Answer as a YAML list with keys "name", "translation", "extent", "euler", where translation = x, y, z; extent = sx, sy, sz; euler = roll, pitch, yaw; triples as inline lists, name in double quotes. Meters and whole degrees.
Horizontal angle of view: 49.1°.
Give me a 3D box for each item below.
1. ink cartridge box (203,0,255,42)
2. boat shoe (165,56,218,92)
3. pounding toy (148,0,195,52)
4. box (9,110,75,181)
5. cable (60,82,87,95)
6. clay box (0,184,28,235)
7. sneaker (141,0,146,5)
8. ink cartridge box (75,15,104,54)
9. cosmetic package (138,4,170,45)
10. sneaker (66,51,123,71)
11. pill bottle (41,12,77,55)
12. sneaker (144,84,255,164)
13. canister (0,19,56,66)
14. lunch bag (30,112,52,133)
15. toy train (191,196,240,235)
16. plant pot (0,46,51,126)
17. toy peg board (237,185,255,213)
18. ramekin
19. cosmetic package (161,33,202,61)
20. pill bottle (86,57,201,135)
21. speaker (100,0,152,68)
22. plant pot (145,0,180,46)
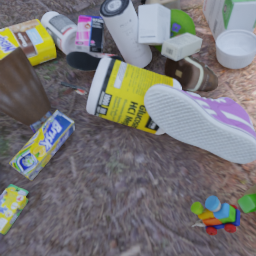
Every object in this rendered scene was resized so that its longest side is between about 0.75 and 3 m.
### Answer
- name: "ink cartridge box"
  translation: [3.783, -4.547, 10.508]
  extent: [1.124, 1.948, 2.666]
  euler: [-4, 55, -1]
- name: "boat shoe"
  translation: [1.943, -1.728, 8.790]
  extent: [1.034, 1.032, 2.796]
  euler: [9, 27, -13]
- name: "pounding toy"
  translation: [1.461, -3.381, 9.530]
  extent: [1.563, 2.025, 0.940]
  euler: [-3, 30, 15]
- name: "box"
  translation: [-2.212, 0.447, 7.432]
  extent: [0.594, 0.647, 1.848]
  euler: [34, 69, 5]
- name: "cable"
  translation: [-1.613, -1.177, 8.380]
  extent: [0.812, 0.395, 0.204]
  euler: [14, 86, -33]
- name: "clay box"
  translation: [-2.926, 1.950, 6.796]
  extent: [0.618, 0.256, 1.075]
  euler: [17, 54, 19]
- name: "sneaker"
  translation: [0.882, -5.460, 12.014]
  extent: [0.843, 0.610, 1.725]
  euler: [7, 52, 4]
- name: "ink cartridge box"
  translation: [-1.226, -3.170, 9.131]
  extent: [0.844, 0.331, 1.782]
  euler: [4, 56, -7]
- name: "cosmetic package"
  translation: [0.828, -3.185, 8.766]
  extent: [0.672, 1.094, 1.090]
  euler: [8, 14, 26]
- name: "sneaker"
  translation: [-1.129, -2.212, 9.395]
  extent: [1.828, 0.610, 0.980]
  euler: [0, 12, -11]
- name: "pill bottle"
  translation: [-2.382, -3.500, 10.281]
  extent: [1.037, 1.037, 1.821]
  euler: [-32, 56, -21]
- name: "sneaker"
  translation: [1.823, -0.387, 7.015]
  extent: [2.946, 1.068, 1.679]
  euler: [30, 41, -6]
- name: "canister"
  translation: [-3.997, -2.771, 9.789]
  extent: [2.466, 1.067, 1.831]
  euler: [-26, 58, -19]
- name: "lunch bag"
  translation: [-2.730, -0.381, 8.374]
  extent: [0.704, 0.513, 0.828]
  euler: [-34, 69, -22]
- name: "toy train"
  translation: [1.625, 1.871, 5.999]
  extent: [0.764, 1.320, 0.559]
  euler: [40, 48, -17]
- name: "plant pot"
  translation: [-2.903, -0.951, 7.359]
  extent: [1.621, 1.734, 1.621]
  euler: [-30, 25, 16]
- name: "toy peg board"
  translation: [3.748, 1.740, 5.334]
  extent: [1.294, 2.635, 2.646]
  euler: [5, 45, -40]
- name: "ramekin"
  translation: [3.684, -2.656, 9.587]
  extent: [1.368, 0.718, 1.368]
  euler: [-5, 54, 7]
- name: "cosmetic package"
  translation: [1.641, -2.483, 8.546]
  extent: [1.189, 0.423, 0.626]
  euler: [-27, 50, -34]
- name: "pill bottle"
  translation: [0.435, -0.769, 7.799]
  extent: [2.886, 1.623, 1.623]
  euler: [17, 55, -4]
- name: "speaker"
  translation: [0.012, -2.985, 9.034]
  extent: [0.979, 2.411, 0.979]
  euler: [-10, 60, 18]
- name: "plant pot"
  translation: [1.265, -4.250, 10.535]
  extent: [1.825, 1.583, 1.825]
  euler: [1, 54, -1]
